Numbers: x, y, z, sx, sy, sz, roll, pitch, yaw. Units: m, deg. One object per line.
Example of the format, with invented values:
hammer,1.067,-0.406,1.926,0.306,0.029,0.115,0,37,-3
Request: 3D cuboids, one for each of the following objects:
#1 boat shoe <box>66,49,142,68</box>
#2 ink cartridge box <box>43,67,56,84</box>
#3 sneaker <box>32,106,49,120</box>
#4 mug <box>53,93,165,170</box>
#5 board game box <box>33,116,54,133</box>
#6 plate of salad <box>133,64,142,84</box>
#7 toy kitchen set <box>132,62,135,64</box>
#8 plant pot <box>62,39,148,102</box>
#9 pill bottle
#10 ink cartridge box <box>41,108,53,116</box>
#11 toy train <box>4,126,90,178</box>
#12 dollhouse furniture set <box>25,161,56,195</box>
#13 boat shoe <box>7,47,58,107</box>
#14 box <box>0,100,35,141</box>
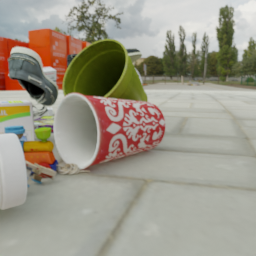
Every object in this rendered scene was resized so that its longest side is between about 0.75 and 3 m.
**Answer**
boat shoe,-0.915,-2.589,10.170,2.781,0.922,1.039,-17,-9,-1
ink cartridge box,-3.461,-1.896,11.667,0.466,1.117,0.811,27,32,36
sneaker,-4.696,-0.687,13.411,1.748,0.766,0.661,-9,15,-33
mug,-0.526,-0.090,7.323,2.268,1.704,2.555,25,20,40
board game box,-3.194,-0.181,11.768,1.552,0.418,2.586,-4,10,1
plate of salad,0.193,-2.035,11.034,0.307,1.280,1.280,-26,-7,35
toy kitchen set,-0.360,-2.908,12.252,1.159,0.683,0.928,13,4,-13
plant pot,-0.468,-1.166,8.775,2.246,2.246,2.163,7,-20,35
pill bottle,-2.660,0.748,3.695,2.324,1.322,1.322,-8,13,-34
ink cartridge box,-4.583,-0.916,15.806,0.625,0.363,0.866,-3,10,-15
toy train,-1.760,0.465,6.066,1.827,1.057,0.773,-1,11,-4
dollhouse furniture set,-1.781,0.969,5.212,0.557,0.560,0.795,12,-14,47
boat shoe,-2.722,-1.160,8.070,1.014,0.861,2.785,5,-20,1
box,-4.278,-0.096,8.382,2.625,1.331,1.477,-5,10,-25
